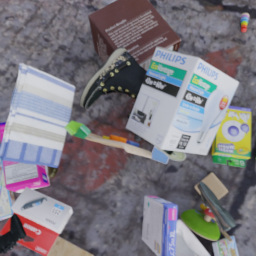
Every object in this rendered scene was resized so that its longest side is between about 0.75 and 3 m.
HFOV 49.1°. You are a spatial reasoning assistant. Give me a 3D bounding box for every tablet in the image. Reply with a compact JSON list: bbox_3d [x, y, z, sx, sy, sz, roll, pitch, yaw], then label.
[{"bbox_3d":[1.326,0.806,10.678,0.695,0.073,1.068,20,105,3],"label":"tablet"}]

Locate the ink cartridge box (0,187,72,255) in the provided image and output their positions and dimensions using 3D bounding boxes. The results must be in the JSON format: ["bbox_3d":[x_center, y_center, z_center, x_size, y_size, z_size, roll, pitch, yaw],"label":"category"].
[{"bbox_3d":[-2.695,2.693,8.180,1.635,0.366,1.441,20,54,12],"label":"ink cartridge box"}]

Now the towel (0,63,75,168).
[{"bbox_3d":[-2.371,-0.254,7.521,0.297,1.835,2.498,4,80,40],"label":"towel"}]

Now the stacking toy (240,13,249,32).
[{"bbox_3d":[5.238,-4.724,12.655,0.362,0.362,0.847,10,76,3],"label":"stacking toy"}]

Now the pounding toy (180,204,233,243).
[{"bbox_3d":[2.658,2.978,9.266,1.756,1.356,0.815,21,99,-31],"label":"pounding toy"}]

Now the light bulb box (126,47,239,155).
[{"bbox_3d":[1.653,-0.707,8.395,1.580,2.510,2.532,31,105,43],"label":"light bulb box"}]

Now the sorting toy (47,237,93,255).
[{"bbox_3d":[-2.104,4.688,9.475,1.456,0.510,1.465,25,74,7],"label":"sorting toy"}]

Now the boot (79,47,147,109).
[{"bbox_3d":[-0.272,-1.183,8.827,1.740,0.831,2.303,38,92,5],"label":"boot"}]

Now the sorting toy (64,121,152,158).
[{"bbox_3d":[-0.554,0.307,7.578,1.800,2.435,0.358,15,85,31],"label":"sorting toy"}]

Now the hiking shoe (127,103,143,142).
[{"bbox_3d":[0.343,-0.215,11.084,0.837,0.629,1.662,9,62,9],"label":"hiking shoe"}]

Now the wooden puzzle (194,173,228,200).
[{"bbox_3d":[3.084,2.295,10.452,0.972,0.181,0.900,-34,75,-15],"label":"wooden puzzle"}]

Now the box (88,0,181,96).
[{"bbox_3d":[0.211,-3.270,11.115,2.337,2.313,2.817,-32,75,-10],"label":"box"}]

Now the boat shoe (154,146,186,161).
[{"bbox_3d":[1.326,0.763,8.671,1.171,0.363,0.421,26,99,-20],"label":"boat shoe"}]

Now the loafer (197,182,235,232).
[{"bbox_3d":[2.031,1.913,6.796,0.398,0.455,1.266,-48,56,21],"label":"loafer"}]

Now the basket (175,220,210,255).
[{"bbox_3d":[1.771,4.157,9.317,1.258,1.145,1.856,-36,76,-11],"label":"basket"}]

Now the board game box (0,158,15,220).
[{"bbox_3d":[-5.072,2.353,10.309,1.468,0.374,2.184,-17,73,-6],"label":"board game box"}]

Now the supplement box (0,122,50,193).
[{"bbox_3d":[-3.800,1.008,10.289,1.263,1.236,2.443,-12,72,-4],"label":"supplement box"}]

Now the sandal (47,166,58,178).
[{"bbox_3d":[-2.290,1.069,8.335,0.242,0.363,0.888,-18,64,26],"label":"sandal"}]

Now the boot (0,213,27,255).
[{"bbox_3d":[-3.213,2.846,7.529,0.763,0.345,0.932,-35,46,-13],"label":"boot"}]

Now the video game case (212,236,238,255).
[{"bbox_3d":[3.314,4.532,9.112,0.191,1.573,1.728,-22,68,35],"label":"video game case"}]

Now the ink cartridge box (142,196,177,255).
[{"bbox_3d":[0.850,2.613,7.509,0.464,2.211,1.320,5,82,-8],"label":"ink cartridge box"}]

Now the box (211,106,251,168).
[{"bbox_3d":[4.008,0.312,10.894,1.361,0.561,2.319,7,74,3],"label":"box"}]
